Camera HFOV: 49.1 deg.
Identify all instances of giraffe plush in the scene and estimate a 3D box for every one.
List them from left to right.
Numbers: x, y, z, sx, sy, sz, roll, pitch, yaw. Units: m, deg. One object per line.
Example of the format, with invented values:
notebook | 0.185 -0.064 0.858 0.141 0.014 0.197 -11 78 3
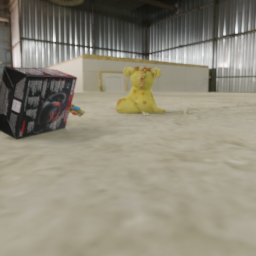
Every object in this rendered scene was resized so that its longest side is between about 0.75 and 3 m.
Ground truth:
giraffe plush | 0.605 -1.954 14.313 2.481 2.332 2.875 -3 10 -20

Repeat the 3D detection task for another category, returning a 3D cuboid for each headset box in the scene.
headset box | -2.614 -0.816 8.466 0.916 1.814 2.441 23 18 20

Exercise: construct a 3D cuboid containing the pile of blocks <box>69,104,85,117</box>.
pile of blocks | -2.080 -0.657 10.630 0.975 0.400 0.303 18 49 33
